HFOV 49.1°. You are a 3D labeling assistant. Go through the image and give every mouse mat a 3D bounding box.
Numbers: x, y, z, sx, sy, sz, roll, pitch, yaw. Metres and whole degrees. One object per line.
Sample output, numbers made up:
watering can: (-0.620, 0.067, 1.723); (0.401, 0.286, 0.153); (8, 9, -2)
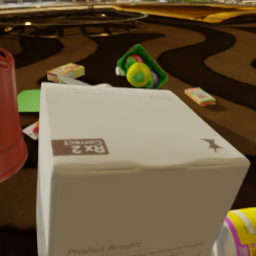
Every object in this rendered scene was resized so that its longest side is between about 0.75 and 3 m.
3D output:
mouse mat: (-3.661, -1.094, 11.124); (2.422, 0.091, 1.949); (1, 34, 16)

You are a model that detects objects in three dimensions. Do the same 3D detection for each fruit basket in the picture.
fruit basket: (-2.937, 0.048, 9.350); (0.820, 0.415, 0.886); (24, 52, 36)
fruit basket: (0.537, -2.246, 11.293); (1.493, 2.070, 2.070); (-43, 42, -7)

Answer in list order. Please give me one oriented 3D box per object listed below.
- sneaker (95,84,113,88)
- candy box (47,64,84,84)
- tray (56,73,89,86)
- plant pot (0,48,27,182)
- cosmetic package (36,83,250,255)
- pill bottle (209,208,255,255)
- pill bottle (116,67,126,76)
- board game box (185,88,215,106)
sneaker: (-1.879, -0.716, 9.310); (2.560, 0.973, 1.850); (-12, 16, 43)
candy box: (-3.089, -2.729, 13.973); (0.946, 0.453, 1.639); (19, 35, 29)
tray: (-1.981, -1.694, 11.172); (1.916, 0.212, 1.029); (24, -1, 30)
plant pot: (-4.103, -0.501, 7.158); (2.991, 2.908, 2.991); (11, 29, -6)
cosmetic package: (-0.190, 1.084, 4.556); (2.414, 2.929, 2.416); (1, 28, -21)
pill bottle: (2.522, 2.019, 5.120); (2.120, 1.105, 1.105); (-5, 30, -8)
pill bottle: (-0.120, -2.921, 14.248); (0.916, 0.514, 0.514); (-9, 31, -15)
board game box: (3.039, -1.313, 11.815); (0.692, 0.217, 1.449); (-10, 34, -15)
